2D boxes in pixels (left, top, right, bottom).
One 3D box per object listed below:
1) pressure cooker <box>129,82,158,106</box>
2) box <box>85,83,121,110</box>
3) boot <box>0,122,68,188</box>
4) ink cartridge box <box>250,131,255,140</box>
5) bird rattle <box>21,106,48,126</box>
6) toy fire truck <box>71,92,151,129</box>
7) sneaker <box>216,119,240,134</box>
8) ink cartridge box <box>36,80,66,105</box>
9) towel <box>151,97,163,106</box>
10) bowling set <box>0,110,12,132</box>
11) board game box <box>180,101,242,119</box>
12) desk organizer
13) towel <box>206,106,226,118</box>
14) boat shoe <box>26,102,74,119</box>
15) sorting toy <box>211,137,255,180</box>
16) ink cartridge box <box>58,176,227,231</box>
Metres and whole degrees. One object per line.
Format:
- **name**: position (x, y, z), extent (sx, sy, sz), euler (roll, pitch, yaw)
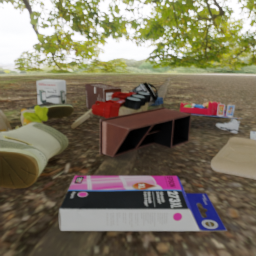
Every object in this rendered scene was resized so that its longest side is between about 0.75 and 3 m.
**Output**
- **pressure cooker**: position (0.764, -1.534, 13.185), extent (1.247, 1.096, 1.114), euler (-31, 9, 3)
- **box**: position (-1.178, -1.340, 12.853), extent (0.923, 1.233, 2.462), euler (-7, 15, -24)
- **boot**: position (-2.911, 0.423, 6.270), extent (2.712, 0.977, 2.097), euler (8, 16, 5)
- **ink cartridge box**: position (4.082, 0.318, 8.328), extent (0.843, 0.182, 0.827), euler (5, 16, 22)
- **bird rattle**: position (-2.594, -0.083, 7.854), extent (0.971, 1.192, 0.671), euler (22, 44, 26)
- **toy fire truck**: position (-0.622, -0.569, 9.860), extent (2.406, 1.548, 2.118), euler (14, 18, 13)
- **sneaker**: position (3.295, -0.118, 9.213), extent (0.767, 0.441, 0.288), euler (18, 8, -4)
- **ink cartridge box**: position (-3.293, -1.292, 12.070), extent (1.105, 1.514, 0.636), euler (4, 14, 18)
- **towel**: position (0.953, -1.439, 14.960), extent (1.721, 0.418, 0.961), euler (7, 14, 23)
- **bowling set**: position (-4.269, 0.151, 7.762), extent (2.122, 1.139, 1.477), euler (16, 46, 40)
- **board game box**: position (2.760, -0.727, 10.347), extent (2.717, 0.529, 2.147), euler (5, 5, 1)
- **desk organizer**: position (0.555, 0.118, 7.643), extent (1.016, 0.947, 2.640), euler (16, 21, 42)
- **towel**: position (3.390, -0.766, 12.265), extent (1.678, 0.407, 0.937), euler (9, 17, 32)
- **boat shoe**: position (-3.100, -0.729, 10.953), extent (1.909, 0.682, 0.627), euler (-11, 50, -4)
- **sorting toy**: position (3.009, 0.749, 6.438), extent (1.760, 0.347, 1.901), euler (8, 21, 31)
- **ink cartridge box**: position (0.214, 1.173, 4.476), extent (2.397, 0.444, 1.135), euler (2, 14, 0)
